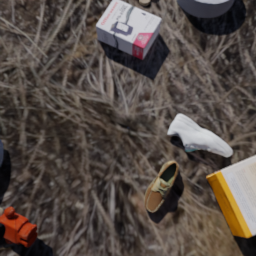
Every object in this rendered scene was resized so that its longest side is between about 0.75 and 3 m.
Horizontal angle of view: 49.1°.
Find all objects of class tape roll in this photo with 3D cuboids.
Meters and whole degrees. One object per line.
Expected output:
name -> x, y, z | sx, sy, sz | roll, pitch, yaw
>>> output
tape roll -> 2.753, -4.974, 9.782 | 2.185, 0.722, 2.185 | 0, 72, 0

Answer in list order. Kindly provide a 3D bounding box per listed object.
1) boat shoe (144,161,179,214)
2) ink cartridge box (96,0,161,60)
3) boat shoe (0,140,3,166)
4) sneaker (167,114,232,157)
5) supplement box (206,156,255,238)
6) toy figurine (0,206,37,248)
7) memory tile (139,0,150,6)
boat shoe -> 0.935, 1.597, 7.826 | 0.598, 0.584, 1.581 | 27, 75, 8
ink cartridge box -> 0.003, -3.258, 9.238 | 1.768, 0.746, 1.280 | 27, 75, 8
boat shoe -> -4.023, 1.157, 7.954 | 0.546, 0.633, 1.759 | 6, 76, 3
sneaker -> 2.056, 0.426, 8.216 | 1.904, 0.717, 0.843 | 33, 85, 17
supplement box -> 3.841, 1.571, 7.591 | 2.796, 1.028, 1.762 | -20, 74, -5
toy figurine -> -3.644, 2.944, 6.452 | 1.749, 2.514, 2.475 | 18, 76, 15
memory tile -> 0.799, -5.200, 10.162 | 1.598, 0.134, 1.225 | -39, 77, -12
